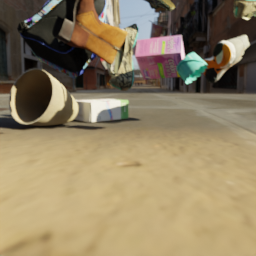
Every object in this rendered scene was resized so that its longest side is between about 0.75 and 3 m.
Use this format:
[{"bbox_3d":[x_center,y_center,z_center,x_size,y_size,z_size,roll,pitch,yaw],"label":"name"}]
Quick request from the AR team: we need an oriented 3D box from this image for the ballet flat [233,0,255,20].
[{"bbox_3d":[3.342,-3.248,7.516,1.645,0.619,0.558,-25,46,-31],"label":"ballet flat"}]

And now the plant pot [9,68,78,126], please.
[{"bbox_3d":[-2.950,-0.909,10.701,2.035,2.035,2.173,5,-9,27],"label":"plant pot"}]

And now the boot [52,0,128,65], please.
[{"bbox_3d":[-0.611,-2.468,6.446,1.791,1.686,0.613,13,16,-45],"label":"boot"}]

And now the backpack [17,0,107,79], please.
[{"bbox_3d":[-1.606,-2.845,8.007,2.047,2.242,1.508,26,-18,23],"label":"backpack"}]

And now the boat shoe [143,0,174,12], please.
[{"bbox_3d":[0.915,-4.250,9.448,1.475,0.485,0.527,42,37,20],"label":"boat shoe"}]

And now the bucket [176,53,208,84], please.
[{"bbox_3d":[1.908,-1.818,8.509,0.865,0.563,0.865,-34,-15,-11],"label":"bucket"}]

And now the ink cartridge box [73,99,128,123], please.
[{"bbox_3d":[-1.243,-0.809,12.540,2.073,0.870,1.501,-8,12,-41],"label":"ink cartridge box"}]

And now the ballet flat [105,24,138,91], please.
[{"bbox_3d":[-0.244,-2.580,9.519,1.028,2.731,0.926,15,-22,-24],"label":"ballet flat"}]

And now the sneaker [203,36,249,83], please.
[{"bbox_3d":[3.632,-2.513,10.458,1.195,0.983,2.597,-26,-6,-9],"label":"sneaker"}]

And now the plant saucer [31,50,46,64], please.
[{"bbox_3d":[-2.762,-2.779,9.375,1.515,1.515,0.272,3,34,21],"label":"plant saucer"}]

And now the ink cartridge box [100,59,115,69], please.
[{"bbox_3d":[-0.746,-3.094,11.439,0.861,1.193,0.500,-24,-37,8],"label":"ink cartridge box"}]

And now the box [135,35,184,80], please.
[{"bbox_3d":[1.565,-3.268,13.261,2.093,1.012,1.841,-2,-25,15],"label":"box"}]
